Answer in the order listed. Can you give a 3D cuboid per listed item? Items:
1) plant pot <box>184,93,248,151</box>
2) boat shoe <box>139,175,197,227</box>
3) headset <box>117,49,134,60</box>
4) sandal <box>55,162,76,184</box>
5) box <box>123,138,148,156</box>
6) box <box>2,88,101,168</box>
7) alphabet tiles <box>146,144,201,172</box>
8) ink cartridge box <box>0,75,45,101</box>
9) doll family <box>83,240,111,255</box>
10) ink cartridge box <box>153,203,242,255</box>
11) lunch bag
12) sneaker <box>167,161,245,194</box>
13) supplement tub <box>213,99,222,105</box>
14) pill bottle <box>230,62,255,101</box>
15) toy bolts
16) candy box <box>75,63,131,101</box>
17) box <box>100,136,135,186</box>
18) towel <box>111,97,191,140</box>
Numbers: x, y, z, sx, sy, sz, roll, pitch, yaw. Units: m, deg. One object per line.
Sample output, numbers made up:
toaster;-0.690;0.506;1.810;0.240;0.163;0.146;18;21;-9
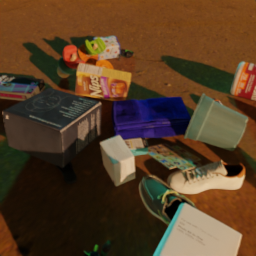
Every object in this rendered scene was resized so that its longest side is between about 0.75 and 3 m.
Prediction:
plant pot;2.987;-0.102;9.471;1.647;1.682;1.682;23;45;14
boat shoe;1.221;2.125;7.358;0.986;0.824;2.758;-21;45;-23
headset;-0.157;-3.859;14.786;0.672;0.511;1.089;27;32;24
sandal;-1.954;1.219;8.795;0.482;0.307;1.282;-18;41;-27
box;0.022;0.676;9.450;1.256;0.309;0.517;-6;41;-7
box;-2.411;-0.129;9.292;2.260;1.401;2.222;18;32;20
alphabet tiles;1.428;0.893;8.823;1.361;0.052;1.635;-9;26;-35
ink cartridge box;-5.125;-1.764;12.219;2.649;0.491;1.254;5;41;9
doll family;-0.788;3.147;6.063;0.605;0.891;1.542;13;43;0
ink cartridge box;0.697;3.207;4.976;1.312;2.179;2.998;26;46;15
lunch bag;-1.165;-4.306;14.803;1.288;0.938;1.515;-11;50;-11
sneaker;2.278;1.320;8.218;2.261;0.957;0.823;-5;43;-4
supplement tub;3.543;-0.860;11.176;0.404;0.404;0.755;-9;41;-10
pill bottle;5.639;-1.733;11.410;2.521;1.424;1.424;18;44;21
toy bolts;-2.120;-2.846;13.147;2.371;1.644;2.265;-24;86;-39
candy box;-1.026;-1.774;11.280;2.099;1.225;0.593;11;49;-5
box;-0.320;0.993;8.497;0.682;1.038;1.043;-20;45;-18
towel;0.823;-0.490;10.369;2.873;0.712;2.122;-4;41;-5
